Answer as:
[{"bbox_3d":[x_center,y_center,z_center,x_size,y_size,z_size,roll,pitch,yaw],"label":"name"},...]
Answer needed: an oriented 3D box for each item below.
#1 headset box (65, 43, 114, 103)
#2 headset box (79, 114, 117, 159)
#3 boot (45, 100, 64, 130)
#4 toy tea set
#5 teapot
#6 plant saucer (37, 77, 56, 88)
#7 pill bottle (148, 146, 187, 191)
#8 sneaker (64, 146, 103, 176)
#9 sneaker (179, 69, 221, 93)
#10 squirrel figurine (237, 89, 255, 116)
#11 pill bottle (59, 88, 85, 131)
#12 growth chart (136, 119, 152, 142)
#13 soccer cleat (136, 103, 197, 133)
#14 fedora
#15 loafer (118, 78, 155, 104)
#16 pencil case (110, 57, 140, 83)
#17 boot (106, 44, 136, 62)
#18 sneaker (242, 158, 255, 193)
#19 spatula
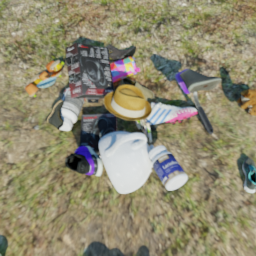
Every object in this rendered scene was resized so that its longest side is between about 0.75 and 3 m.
[{"bbox_3d":[-1.434,-2.012,10.721,1.585,0.822,2.130,-7,89,-45],"label":"headset box"},{"bbox_3d":[-1.114,0.253,10.906,1.405,0.729,1.888,-2,56,0],"label":"headset box"},{"bbox_3d":[-2.541,-0.474,10.453,0.692,0.387,1.000,37,98,19],"label":"boot"},{"bbox_3d":[-3.696,-2.175,12.684,2.141,0.792,1.273,-43,30,-6],"label":"toy tea set"},{"bbox_3d":[0.104,0.952,9.087,1.610,2.176,2.204,-23,17,3],"label":"teapot"},{"bbox_3d":[-2.991,-1.645,10.388,0.794,0.153,0.794,-17,28,9],"label":"plant saucer"},{"bbox_3d":[1.124,1.145,8.160,0.703,0.703,1.215,-22,54,-15],"label":"pill bottle"},{"bbox_3d":[-1.598,1.005,9.066,0.985,0.689,1.981,4,7,-28],"label":"sneaker"},{"bbox_3d":[2.462,-1.680,9.424,1.440,0.538,0.765,-13,62,-29],"label":"sneaker"},{"bbox_3d":[5.370,-1.066,11.847,1.153,0.816,1.077,-20,64,-11],"label":"squirrel figurine"},{"bbox_3d":[-2.412,-0.742,11.363,0.933,0.933,1.610,12,59,9],"label":"pill bottle"},{"bbox_3d":[0.439,-0.235,10.086,0.149,1.219,1.685,-26,47,-9],"label":"growth chart"},{"bbox_3d":[1.515,-0.623,11.298,2.574,0.899,1.111,-16,81,-9],"label":"soccer cleat"},{"bbox_3d":[0.048,-0.948,9.409,1.698,0.692,1.698,9,41,-8],"label":"fedora"},{"bbox_3d":[0.359,-1.615,12.211,1.793,0.605,0.682,25,65,10],"label":"loafer"},{"bbox_3d":[-0.578,-2.562,12.840,2.099,0.927,0.927,-24,58,-14],"label":"pencil case"},{"bbox_3d":[-0.479,-3.849,13.966,1.309,0.520,1.503,37,65,22],"label":"boot"},{"bbox_3d":[4.443,1.623,10.012,0.519,0.610,1.338,7,54,5],"label":"sneaker"},{"bbox_3d":[2.766,-0.985,11.071,0.799,0.291,2.828,-30,103,-10],"label":"spatula"}]
